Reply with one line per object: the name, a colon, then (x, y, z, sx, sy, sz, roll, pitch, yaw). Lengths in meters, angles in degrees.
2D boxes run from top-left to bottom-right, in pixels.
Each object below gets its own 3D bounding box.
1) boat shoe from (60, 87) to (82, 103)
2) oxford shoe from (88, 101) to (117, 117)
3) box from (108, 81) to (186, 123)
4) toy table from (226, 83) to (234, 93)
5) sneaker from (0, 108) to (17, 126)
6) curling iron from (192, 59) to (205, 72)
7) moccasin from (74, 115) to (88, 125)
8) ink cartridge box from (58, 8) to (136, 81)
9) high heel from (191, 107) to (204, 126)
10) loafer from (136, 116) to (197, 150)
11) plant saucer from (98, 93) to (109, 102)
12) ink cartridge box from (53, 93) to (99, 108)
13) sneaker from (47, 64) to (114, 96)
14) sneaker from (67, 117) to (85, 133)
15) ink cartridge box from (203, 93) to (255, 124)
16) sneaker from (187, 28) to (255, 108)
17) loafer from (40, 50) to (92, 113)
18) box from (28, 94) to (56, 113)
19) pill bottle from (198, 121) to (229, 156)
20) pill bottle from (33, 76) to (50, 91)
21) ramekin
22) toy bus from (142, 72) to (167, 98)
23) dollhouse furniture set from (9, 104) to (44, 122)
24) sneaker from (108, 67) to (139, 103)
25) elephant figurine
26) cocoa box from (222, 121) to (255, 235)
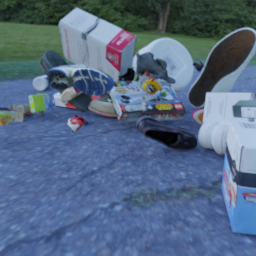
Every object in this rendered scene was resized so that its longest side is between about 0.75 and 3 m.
boat shoe: (-2.143, -1.415, 10.962, 1.191, 0.439, 0.412, -41, 15, -20)
oxford shoe: (-0.211, -0.967, 11.095, 2.813, 1.038, 0.996, 5, 18, 10)
box: (0.624, -0.960, 9.825, 2.387, 0.476, 1.634, -3, 48, -20)
toy table: (3.380, -1.795, 10.147, 0.959, 1.043, 0.611, -5, 15, 4)
sneaker: (-3.576, -0.300, 8.013, 0.459, 0.531, 1.175, 17, 0, 6)
curling iron: (2.836, -1.768, 10.045, 2.141, 0.274, 0.531, 40, 7, -47)
moccasin: (-1.777, -0.284, 10.283, 0.806, 0.275, 0.324, 15, 23, 41)
ink cartridge box: (-1.175, -3.079, 10.808, 2.687, 1.952, 1.120, 30, 62, 12)
high heel: (2.936, -0.567, 10.185, 2.277, 0.767, 1.092, -5, 26, -30)
loafer: (1.078, 0.269, 7.428, 1.855, 0.667, 0.584, 20, 25, -20)
plant saucer: (-0.081, -1.347, 13.479, 2.690, 0.431, 2.690, 0, 18, 0)
ink cartridge box: (-2.537, -1.466, 13.190, 1.968, 0.493, 1.584, 9, 30, 42)
sneaker: (-0.956, -1.128, 6.014, 1.536, 0.592, 0.654, 13, 36, 19)
sneaker: (-1.144, -0.103, 6.386, 0.369, 0.334, 0.868, -33, 16, -3)
ink cartridge box: (3.573, -0.365, 8.182, 2.292, 0.964, 1.673, 5, -8, 31)
sneaker: (3.081, -1.905, 8.937, 1.240, 2.929, 1.066, -18, 64, -41)
loafer: (-2.596, -1.830, 11.742, 0.918, 2.917, 1.048, -31, 7, 44)
box: (-3.325, -0.981, 10.887, 0.254, 0.649, 1.064, -2, 9, 32)
pill bottle: (2.691, 0.300, 7.244, 0.907, 0.907, 1.585, -16, 19, -41)
pill bottle: (-5.343, -2.866, 17.733, 0.860, 0.860, 1.437, 2, 17, 5)
ramekin: (1.590, -2.604, 12.339, 2.636, 2.636, 1.285, -8, -6, -24)
toy bus: (0.760, -1.304, 9.104, 0.888, 0.486, 0.941, 51, 2, 31)
dollhouse furniture set: (-4.108, -0.604, 11.100, 1.239, 0.638, 1.226, 1, 6, 2)
sneaker: (-0.282, -1.646, 10.480, 1.582, 0.655, 0.567, -48, 38, -10)
elephant figurine: (1.022, -2.123, 10.084, 1.401, 0.991, 1.087, 34, 45, 21)
cocoa box: (2.818, 0.822, 4.598, 2.245, 1.473, 1.497, 3, 17, 11)
